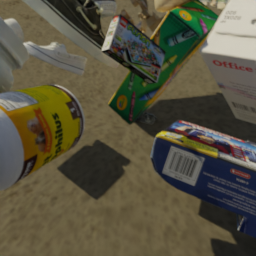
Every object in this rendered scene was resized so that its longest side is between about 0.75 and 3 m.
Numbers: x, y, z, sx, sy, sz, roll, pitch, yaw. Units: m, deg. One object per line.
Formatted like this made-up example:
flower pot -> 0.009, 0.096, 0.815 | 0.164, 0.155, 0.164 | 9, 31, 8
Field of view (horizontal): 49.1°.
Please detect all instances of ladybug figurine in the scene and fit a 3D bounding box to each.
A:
ladybug figurine -> 1.118, -2.728, 5.426 | 1.471, 0.529, 0.999 | -29, 16, -20

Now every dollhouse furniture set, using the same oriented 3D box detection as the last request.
dollhouse furniture set -> 0.047, -2.523, 6.821 | 0.639, 0.546, 1.233 | -21, 40, 28
dollhouse furniture set -> 0.498, -4.287, 8.537 | 1.038, 1.215, 2.345 | -32, 66, 19

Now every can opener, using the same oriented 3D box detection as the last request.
can opener -> 0.299, -0.365, 8.474 | 1.102, 0.294, 0.369 | 14, 13, 16

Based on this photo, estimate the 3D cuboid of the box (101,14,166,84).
box -> 0.097, -0.960, 3.526 | 0.151, 0.872, 0.480 | 4, 73, 49

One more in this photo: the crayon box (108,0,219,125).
crayon box -> 0.708, -1.346, 5.957 | 0.733, 2.518, 1.495 | 41, 43, 3

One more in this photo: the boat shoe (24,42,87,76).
boat shoe -> -1.375, -1.419, 5.382 | 0.496, 0.441, 1.349 | 28, 9, 37

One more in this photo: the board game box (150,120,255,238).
board game box -> 1.738, 0.667, 4.156 | 2.506, 0.773, 2.504 | 20, 12, 16

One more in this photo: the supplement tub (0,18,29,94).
supplement tub -> -3.050, -0.700, 4.197 | 1.960, 1.960, 2.696 | 31, 75, 29

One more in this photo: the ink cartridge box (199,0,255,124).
ink cartridge box -> 2.828, -1.212, 5.003 | 1.820, 2.473, 1.788 | 24, 81, 41

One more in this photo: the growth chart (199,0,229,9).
growth chart -> 1.710, -3.673, 7.272 | 2.202, 0.195, 1.593 | 10, 62, 1

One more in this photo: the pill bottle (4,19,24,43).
pill bottle -> -3.537, -2.315, 7.308 | 0.815, 0.815, 1.427 | 32, 50, 29

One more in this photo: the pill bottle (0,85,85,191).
pill bottle -> -1.590, 0.097, 3.889 | 1.181, 1.181, 2.163 | 16, 21, 16

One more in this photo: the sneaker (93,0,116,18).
sneaker -> -1.357, -3.607, 7.880 | 1.086, 1.053, 2.975 | -14, 21, -42

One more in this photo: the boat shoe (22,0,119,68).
boat shoe -> -0.954, -2.230, 5.761 | 0.890, 2.795, 0.988 | -48, 47, 12
